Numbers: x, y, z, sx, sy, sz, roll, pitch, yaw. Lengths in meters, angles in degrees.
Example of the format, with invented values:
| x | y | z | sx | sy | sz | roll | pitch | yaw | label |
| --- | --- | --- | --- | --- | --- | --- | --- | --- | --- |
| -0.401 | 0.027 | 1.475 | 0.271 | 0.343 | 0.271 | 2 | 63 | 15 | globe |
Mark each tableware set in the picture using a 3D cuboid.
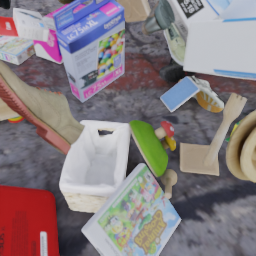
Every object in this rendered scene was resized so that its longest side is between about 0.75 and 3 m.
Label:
| x | y | z | sx | sy | sz | roll | pitch | yaw | label |
| --- | --- | --- | --- | --- | --- | --- | --- | --- | --- |
| 2.573 | -0.399 | 4.306 | 1.982 | 2.999 | 0.601 | 13 | 16 | -25 | tableware set |

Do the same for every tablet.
| x | y | z | sx | sy | sz | roll | pitch | yaw | label |
| --- | --- | --- | --- | --- | --- | --- | --- | --- | --- |
| 1.557 | -1.028 | 8.497 | 1.068 | 0.073 | 0.695 | -38 | 54 | 8 | tablet |

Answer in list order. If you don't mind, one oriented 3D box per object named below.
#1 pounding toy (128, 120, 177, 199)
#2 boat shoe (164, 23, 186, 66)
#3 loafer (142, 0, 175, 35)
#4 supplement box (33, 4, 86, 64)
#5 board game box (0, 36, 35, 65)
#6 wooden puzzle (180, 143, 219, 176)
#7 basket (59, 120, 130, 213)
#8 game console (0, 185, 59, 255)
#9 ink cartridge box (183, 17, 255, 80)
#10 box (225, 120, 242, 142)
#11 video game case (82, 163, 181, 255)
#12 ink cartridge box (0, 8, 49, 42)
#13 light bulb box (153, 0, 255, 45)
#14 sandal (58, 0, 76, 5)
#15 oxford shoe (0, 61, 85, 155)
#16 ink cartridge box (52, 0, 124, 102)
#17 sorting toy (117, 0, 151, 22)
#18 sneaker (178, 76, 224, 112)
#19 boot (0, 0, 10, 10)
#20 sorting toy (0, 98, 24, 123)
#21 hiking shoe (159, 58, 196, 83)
| x | y | z | sx | sy | sz | roll | pitch | yaw | label |
| --- | --- | --- | --- | --- | --- | --- | --- | --- | --- |
| 0.767 | 0.468 | 6.126 | 0.815 | 1.356 | 1.756 | -29 | 88 | 6 | pounding toy |
| 1.152 | -2.062 | 6.824 | 0.421 | 0.363 | 1.171 | -27 | 77 | 8 | boat shoe |
| 0.490 | -1.832 | 4.623 | 0.398 | 0.455 | 1.266 | -23 | 21 | 25 | loafer |
| -2.334 | -3.653 | 10.601 | 1.263 | 1.236 | 2.443 | 24 | 51 | 21 | supplement box |
| -4.134 | -3.332 | 10.898 | 1.468 | 0.374 | 2.184 | 20 | 49 | 18 | board game box |
| 1.782 | 0.793 | 7.084 | 0.972 | 0.181 | 0.900 | 9 | 46 | 2 | wooden puzzle |
| -0.639 | 0.881 | 6.304 | 1.258 | 1.145 | 1.856 | 5 | 47 | 4 | basket |
| -2.695 | 2.635 | 5.231 | 2.391 | 1.647 | 2.775 | 14 | 39 | -31 | game console |
| 1.449 | -0.826 | 3.173 | 1.323 | 0.560 | 0.956 | -4 | 16 | -36 | ink cartridge box |
| 3.854 | 0.077 | 7.503 | 2.319 | 0.561 | 1.361 | -30 | 53 | -24 | box |
| 0.174 | 1.818 | 5.291 | 0.191 | 1.573 | 1.728 | -11 | 27 | 51 | video game case |
| -3.116 | -2.962 | 7.877 | 1.441 | 0.366 | 1.635 | -2 | 37 | -28 | ink cartridge box |
| 2.302 | -3.073 | 6.801 | 2.532 | 2.510 | 1.580 | -35 | 13 | 5 | light bulb box |
| -1.715 | -3.828 | 8.216 | 0.242 | 0.363 | 0.888 | 1 | 31 | 45 | sandal |
| -1.503 | -0.431 | 4.715 | 0.717 | 2.036 | 0.761 | 21 | 65 | 45 | oxford shoe |
| -0.667 | -1.575 | 5.618 | 1.320 | 2.211 | 0.464 | -39 | 67 | -19 | ink cartridge box |
| -0.130 | -3.873 | 6.932 | 0.358 | 2.435 | 1.800 | -30 | 26 | -9 | sorting toy |
| 2.354 | -1.142 | 8.612 | 0.738 | 0.637 | 1.684 | -29 | 53 | -26 | sneaker |
| -3.729 | -3.440 | 7.544 | 0.763 | 0.345 | 0.932 | 7 | 17 | 3 | boot |
| -3.734 | -0.611 | 8.179 | 1.465 | 0.510 | 1.456 | -14 | 48 | -14 | sorting toy |
| 1.618 | -2.039 | 9.567 | 1.662 | 0.629 | 0.837 | -18 | 42 | -30 | hiking shoe |
